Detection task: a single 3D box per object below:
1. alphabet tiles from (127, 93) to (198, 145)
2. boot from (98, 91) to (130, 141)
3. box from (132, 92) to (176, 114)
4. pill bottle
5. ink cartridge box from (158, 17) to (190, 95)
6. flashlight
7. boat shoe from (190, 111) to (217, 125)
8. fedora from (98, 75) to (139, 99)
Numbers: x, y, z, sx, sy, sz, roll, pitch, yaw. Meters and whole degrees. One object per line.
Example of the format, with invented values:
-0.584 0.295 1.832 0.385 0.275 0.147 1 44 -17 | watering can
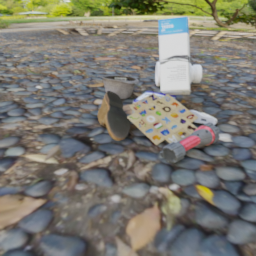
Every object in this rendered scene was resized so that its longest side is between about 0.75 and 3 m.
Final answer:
1.276 -0.373 10.366 2.060 0.078 2.476 -30 55 -24 | alphabet tiles
-0.617 -0.276 10.653 0.978 1.003 2.657 23 30 -26 | boot
1.117 -0.881 11.822 1.405 0.801 1.528 12 27 23 | box
2.788 -2.998 15.631 2.421 1.344 1.344 -1 25 -2 | pill bottle
2.048 -2.954 12.157 1.228 2.934 2.129 -2 2 12 | ink cartridge box
2.078 0.490 9.050 2.197 0.744 0.747 -23 58 -37 | flashlight
2.968 -0.411 11.263 1.244 0.441 0.434 18 18 27 | boat shoe
-0.490 -2.024 13.952 1.973 1.007 2.231 15 19 23 | fedora
